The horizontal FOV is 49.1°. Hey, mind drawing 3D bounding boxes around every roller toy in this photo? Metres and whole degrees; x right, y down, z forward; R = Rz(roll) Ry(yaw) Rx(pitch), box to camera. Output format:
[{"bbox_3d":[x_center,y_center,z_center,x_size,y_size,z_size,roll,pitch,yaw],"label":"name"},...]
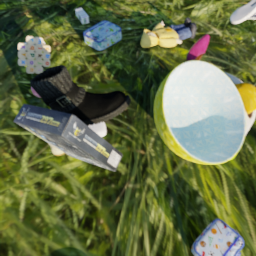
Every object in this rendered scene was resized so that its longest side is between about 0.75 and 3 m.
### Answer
[{"bbox_3d":[2.641,-0.476,8.964,2.476,2.714,1.897,29,54,26],"label":"roller toy"}]

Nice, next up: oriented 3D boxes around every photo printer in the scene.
[{"bbox_3d":[-1.327,0.020,9.984,1.039,0.361,0.864,-16,53,-12],"label":"photo printer"}]

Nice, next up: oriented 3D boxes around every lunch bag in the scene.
[{"bbox_3d":[2.431,3.168,7.507,1.305,0.493,1.045,-37,62,-23],"label":"lunch bag"},{"bbox_3d":[-1.224,-4.366,13.177,1.609,0.664,1.294,-38,58,-26],"label":"lunch bag"}]

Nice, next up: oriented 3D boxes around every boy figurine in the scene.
[{"bbox_3d":[1.753,-4.419,13.098,2.680,0.864,1.666,-16,57,-15],"label":"boy figurine"}]

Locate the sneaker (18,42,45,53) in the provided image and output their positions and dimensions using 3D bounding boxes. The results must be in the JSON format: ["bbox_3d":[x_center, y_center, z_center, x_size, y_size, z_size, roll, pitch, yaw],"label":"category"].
[{"bbox_3d":[-4.366,-3.607,12.715,1.266,0.468,0.502,-21,60,-16],"label":"sneaker"}]

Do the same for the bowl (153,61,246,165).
[{"bbox_3d":[1.454,-0.235,6.589,2.338,1.258,2.338,7,74,-26],"label":"bowl"}]

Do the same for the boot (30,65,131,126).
[{"bbox_3d":[-1.180,-0.886,7.060,2.194,1.641,0.826,-18,30,9],"label":"boot"}]

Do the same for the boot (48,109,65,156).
[{"bbox_3d":[-2.696,-0.191,9.408,0.716,1.528,1.966,-22,56,-16],"label":"boot"}]

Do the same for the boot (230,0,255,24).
[{"bbox_3d":[4.000,-3.703,9.126,1.420,0.641,0.517,-35,52,6],"label":"boot"}]

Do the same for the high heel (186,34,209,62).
[{"bbox_3d":[1.775,-1.494,7.091,0.779,1.621,0.547,43,42,18],"label":"high heel"}]

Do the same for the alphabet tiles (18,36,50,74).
[{"bbox_3d":[-2.844,-2.197,8.497,0.079,1.082,1.059,18,21,40],"label":"alphabet tiles"}]

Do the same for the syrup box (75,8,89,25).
[{"bbox_3d":[-2.368,-5.740,14.395,0.377,0.364,0.925,-23,57,-17],"label":"syrup box"}]

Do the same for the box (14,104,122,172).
[{"bbox_3d":[-1.332,0.262,6.560,1.662,2.107,0.538,11,69,35],"label":"box"}]

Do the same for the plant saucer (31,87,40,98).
[{"bbox_3d":[-3.328,-1.757,11.379,1.253,0.318,1.253,0,52,1],"label":"plant saucer"}]
